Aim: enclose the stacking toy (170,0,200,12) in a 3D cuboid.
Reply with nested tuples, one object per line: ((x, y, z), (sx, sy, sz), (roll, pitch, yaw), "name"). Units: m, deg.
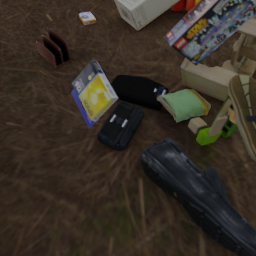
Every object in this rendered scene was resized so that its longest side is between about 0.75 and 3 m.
((2.946, -4.768, 10.529), (2.965, 1.266, 1.266), (11, 50, 15), "stacking toy")

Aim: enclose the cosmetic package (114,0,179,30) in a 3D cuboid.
((0.925, -4.872, 10.146), (2.582, 0.944, 1.337), (-35, 55, -2), "cosmetic package")

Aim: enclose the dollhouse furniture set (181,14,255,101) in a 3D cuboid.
((2.710, -2.091, 7.582), (1.594, 2.103, 2.399), (27, 81, 20), "dollhouse furniture set")

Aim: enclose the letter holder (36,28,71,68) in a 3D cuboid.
((-2.388, -2.552, 8.787), (0.559, 0.790, 1.111), (-33, 57, -26), "letter holder")

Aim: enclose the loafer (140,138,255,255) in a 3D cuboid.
((1.427, 1.185, 5.389), (1.008, 0.975, 2.872), (-37, 54, -16), "loafer")

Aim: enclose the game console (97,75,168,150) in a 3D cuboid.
((-0.024, -0.515, 7.338), (1.544, 0.316, 2.617), (18, 50, 15), "game console")

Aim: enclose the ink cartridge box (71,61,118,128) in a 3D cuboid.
((-0.743, -0.643, 5.470), (0.226, 0.962, 0.951), (1, 53, -53), "ink cartridge box")

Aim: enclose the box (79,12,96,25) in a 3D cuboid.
((-1.555, -4.177, 10.630), (0.461, 0.161, 0.774), (-18, 49, -15), "box")

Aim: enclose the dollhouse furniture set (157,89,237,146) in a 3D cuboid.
((1.743, -0.598, 6.803), (1.191, 0.912, 1.818), (-12, 48, -32), "dollhouse furniture set")

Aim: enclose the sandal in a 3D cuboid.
((2.009, -0.185, 4.778), (0.670, 0.450, 1.667), (4, 66, -18), "sandal")

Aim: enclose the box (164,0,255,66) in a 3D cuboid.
((1.631, -2.025, 5.394), (1.116, 1.629, 0.325), (16, 41, -49), "box")
